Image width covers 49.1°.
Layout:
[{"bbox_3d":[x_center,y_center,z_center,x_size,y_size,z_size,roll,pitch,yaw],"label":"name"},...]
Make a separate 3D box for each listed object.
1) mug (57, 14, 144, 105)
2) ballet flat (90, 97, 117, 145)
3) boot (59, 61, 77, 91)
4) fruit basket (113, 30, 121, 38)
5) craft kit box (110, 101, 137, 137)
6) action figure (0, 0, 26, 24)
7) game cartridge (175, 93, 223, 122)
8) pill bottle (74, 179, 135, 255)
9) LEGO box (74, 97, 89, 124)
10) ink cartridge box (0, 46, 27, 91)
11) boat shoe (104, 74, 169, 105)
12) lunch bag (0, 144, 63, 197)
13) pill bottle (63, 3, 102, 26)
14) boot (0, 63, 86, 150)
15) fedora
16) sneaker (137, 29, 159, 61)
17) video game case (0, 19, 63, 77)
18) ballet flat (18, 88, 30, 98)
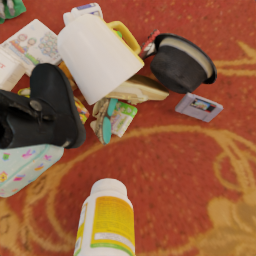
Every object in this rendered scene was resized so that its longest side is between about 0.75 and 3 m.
[{"bbox_3d":[-0.864,-2.067,7.988,1.937,2.419,1.986,-34,101,20],"label":"mug"},{"bbox_3d":[-0.747,-0.309,8.135,0.656,0.591,1.742,-1,65,22],"label":"ballet flat"},{"bbox_3d":[-1.664,-1.920,9.155,1.383,0.487,0.990,-37,73,-10],"label":"boot"},{"bbox_3d":[-0.711,-2.874,9.147,1.092,1.092,0.788,-3,48,-1],"label":"fruit basket"},{"bbox_3d":[-0.370,-0.327,8.535,0.981,0.241,0.994,24,75,30],"label":"craft kit box"},{"bbox_3d":[-4.552,-4.915,10.142,1.312,0.607,2.221,-19,69,-3],"label":"action figure"},{"bbox_3d":[2.098,-0.587,8.320,1.181,0.766,0.227,18,57,-13],"label":"game cartridge"},{"bbox_3d":[-0.508,2.341,6.631,1.294,1.294,2.330,0,32,0],"label":"pill bottle"},{"bbox_3d":[-1.699,-0.391,8.214,0.845,0.438,1.134,-55,40,10],"label":"LEGO box"},{"bbox_3d":[-4.576,-1.370,8.068,1.939,1.129,2.663,37,88,-6],"label":"ink cartridge box"},{"bbox_3d":[0.122,-1.150,8.487,2.393,0.794,0.886,10,32,-27],"label":"boat shoe"},{"bbox_3d":[-3.168,0.598,7.726,2.408,0.928,1.932,-37,66,3],"label":"lunch bag"},{"bbox_3d":[-1.518,-3.694,9.383,1.165,0.697,0.697,-23,73,-19],"label":"pill bottle"},{"bbox_3d":[-2.375,-0.712,6.644,1.064,2.342,2.787,-36,67,23],"label":"boot"},{"bbox_3d":[1.447,-1.735,8.256,2.213,2.213,1.011,35,81,11],"label":"fedora"},{"bbox_3d":[0.751,-2.611,9.337,0.666,0.482,1.364,39,79,-10],"label":"sneaker"},{"bbox_3d":[-3.112,-2.664,9.487,1.861,0.220,1.694,40,72,12],"label":"video game case"},{"bbox_3d":[-2.962,-1.156,8.945,1.121,0.376,0.374,-11,80,-4],"label":"ballet flat"}]
